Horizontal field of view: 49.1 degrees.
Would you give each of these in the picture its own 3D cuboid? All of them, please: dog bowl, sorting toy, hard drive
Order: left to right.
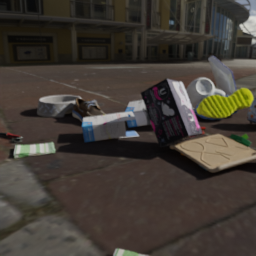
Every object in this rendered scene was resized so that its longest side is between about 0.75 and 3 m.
[{"bbox_3d":[-3.379,-1.132,14.050,2.362,0.693,2.362,-1,16,0],"label":"dog bowl"},{"bbox_3d":[5.046,-2.371,14.632,0.329,2.591,1.710,-34,46,5],"label":"hard drive"},{"bbox_3d":[2.981,0.686,8.473,2.844,0.419,2.102,-10,18,-25],"label":"sorting toy"}]

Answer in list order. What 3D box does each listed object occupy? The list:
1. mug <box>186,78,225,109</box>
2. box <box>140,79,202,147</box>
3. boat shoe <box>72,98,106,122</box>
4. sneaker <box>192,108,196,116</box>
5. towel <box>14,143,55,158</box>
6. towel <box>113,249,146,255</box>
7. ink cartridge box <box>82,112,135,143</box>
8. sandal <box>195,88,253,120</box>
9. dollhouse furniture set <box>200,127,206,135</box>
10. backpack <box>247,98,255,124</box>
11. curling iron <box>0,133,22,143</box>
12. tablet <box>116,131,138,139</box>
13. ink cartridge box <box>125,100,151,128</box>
[{"bbox_3d":[3.800,-1.706,13.802,1.861,1.374,1.632,10,-11,4],"label":"mug"},{"bbox_3d":[1.421,-0.476,9.016,1.081,1.884,1.245,-24,-11,33],"label":"box"},{"bbox_3d":[-1.748,-0.759,12.341,0.936,0.938,2.591,-14,22,-39],"label":"boat shoe"},{"bbox_3d":[2.812,-0.526,12.549,1.196,0.483,0.691,-12,32,-44],"label":"sneaker"},{"bbox_3d":[-2.989,0.681,8.957,1.220,0.143,0.931,-6,17,-18],"label":"towel"},{"bbox_3d":[0.200,2.160,4.093,1.050,0.123,0.801,6,18,14],"label":"towel"},{"bbox_3d":[-0.682,-0.058,10.197,1.881,0.638,1.083,-8,19,-4],"label":"ink cartridge box"},{"bbox_3d":[4.361,-0.942,13.035,2.964,1.178,1.290,-11,-13,-22],"label":"sandal"},{"bbox_3d":[2.506,0.014,10.736,0.938,0.382,0.505,2,16,8],"label":"dollhouse furniture set"},{"bbox_3d":[5.528,-0.639,11.318,0.964,1.251,1.192,6,14,-43],"label":"backpack"},{"bbox_3d":[-4.347,0.297,10.136,1.521,0.194,0.377,13,21,36],"label":"curling iron"},{"bbox_3d":[-0.101,0.264,10.482,0.889,0.061,0.579,-5,18,-14],"label":"tablet"},{"bbox_3d":[0.835,-0.678,11.526,1.714,0.736,1.255,-7,24,14],"label":"ink cartridge box"}]
